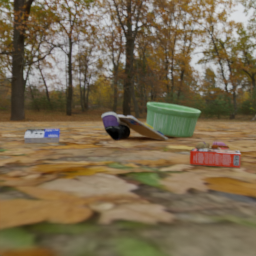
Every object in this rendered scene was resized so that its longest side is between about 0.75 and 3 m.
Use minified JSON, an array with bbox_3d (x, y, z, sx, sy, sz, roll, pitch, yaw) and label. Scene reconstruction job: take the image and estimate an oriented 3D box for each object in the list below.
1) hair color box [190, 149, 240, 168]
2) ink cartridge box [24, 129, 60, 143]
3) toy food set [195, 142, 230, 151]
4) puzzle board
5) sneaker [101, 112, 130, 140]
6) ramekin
[{"bbox_3d":[2.029,0.699,6.564,1.099,0.336,0.558,3,3,18],"label":"hair color box"},{"bbox_3d":[-3.631,0.341,11.898,1.383,0.306,0.650,-1,33,-10],"label":"ink cartridge box"},{"bbox_3d":[2.796,0.625,9.115,1.034,0.256,1.627,0,3,-6],"label":"toy food set"},{"bbox_3d":[0.470,-0.084,13.625,2.071,0.239,2.749,31,-9,-21],"label":"puzzle board"},{"bbox_3d":[-0.558,0.215,13.317,0.906,1.047,2.392,-17,-27,19],"label":"sneaker"},{"bbox_3d":[2.330,-0.439,15.082,2.857,1.395,2.857,8,11,-2],"label":"ramekin"}]
